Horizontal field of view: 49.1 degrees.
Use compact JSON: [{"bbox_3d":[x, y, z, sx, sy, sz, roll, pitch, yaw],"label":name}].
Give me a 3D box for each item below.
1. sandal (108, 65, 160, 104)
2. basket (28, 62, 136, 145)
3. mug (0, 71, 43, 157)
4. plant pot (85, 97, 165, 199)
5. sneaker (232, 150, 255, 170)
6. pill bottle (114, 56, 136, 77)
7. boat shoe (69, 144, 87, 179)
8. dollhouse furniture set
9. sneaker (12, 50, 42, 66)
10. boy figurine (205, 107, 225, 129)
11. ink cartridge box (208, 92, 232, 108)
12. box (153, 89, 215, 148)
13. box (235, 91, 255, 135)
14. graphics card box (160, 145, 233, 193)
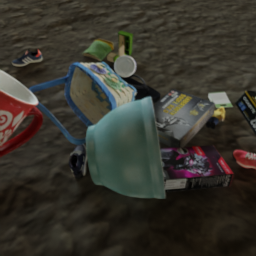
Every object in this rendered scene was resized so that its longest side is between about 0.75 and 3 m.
[{"bbox_3d":[-0.070,-1.715,10.691,2.875,0.616,1.093,31,50,22],"label":"sandal"},{"bbox_3d":[-1.373,-0.889,8.971,2.501,1.973,2.836,43,53,17],"label":"basket"},{"bbox_3d":[-3.910,0.108,7.684,2.995,2.658,1.998,-53,29,6],"label":"mug"},{"bbox_3d":[-0.091,0.613,7.384,1.773,2.647,2.647,-8,47,3],"label":"plant pot"},{"bbox_3d":[3.837,0.957,8.301,1.431,0.621,0.528,28,53,24],"label":"sneaker"},{"bbox_3d":[-0.079,-2.222,10.089,0.735,0.735,1.228,4,13,3],"label":"pill bottle"},{"bbox_3d":[-1.503,0.841,8.392,0.474,0.589,1.271,-12,48,1],"label":"boat shoe"},{"bbox_3d":[-0.944,-3.654,12.343,1.946,0.976,1.275,22,51,19],"label":"dollhouse furniture set"},{"bbox_3d":[-4.404,-3.072,12.104,1.286,0.543,0.482,-21,51,-18],"label":"sneaker"},{"bbox_3d":[3.046,-0.382,9.752,0.629,0.326,1.011,13,43,36],"label":"boy figurine"},{"bbox_3d":[3.408,-0.978,10.381,0.631,0.208,0.867,-4,47,-4],"label":"ink cartridge box"},{"bbox_3d":[1.605,-0.358,9.414,1.717,0.524,2.168,26,52,34],"label":"box"},{"bbox_3d":[4.630,0.018,8.339,2.008,0.620,2.514,0,52,-25],"label":"box"},{"bbox_3d":[1.675,1.124,7.920,2.130,0.542,1.336,-4,34,-8],"label":"graphics card box"}]
